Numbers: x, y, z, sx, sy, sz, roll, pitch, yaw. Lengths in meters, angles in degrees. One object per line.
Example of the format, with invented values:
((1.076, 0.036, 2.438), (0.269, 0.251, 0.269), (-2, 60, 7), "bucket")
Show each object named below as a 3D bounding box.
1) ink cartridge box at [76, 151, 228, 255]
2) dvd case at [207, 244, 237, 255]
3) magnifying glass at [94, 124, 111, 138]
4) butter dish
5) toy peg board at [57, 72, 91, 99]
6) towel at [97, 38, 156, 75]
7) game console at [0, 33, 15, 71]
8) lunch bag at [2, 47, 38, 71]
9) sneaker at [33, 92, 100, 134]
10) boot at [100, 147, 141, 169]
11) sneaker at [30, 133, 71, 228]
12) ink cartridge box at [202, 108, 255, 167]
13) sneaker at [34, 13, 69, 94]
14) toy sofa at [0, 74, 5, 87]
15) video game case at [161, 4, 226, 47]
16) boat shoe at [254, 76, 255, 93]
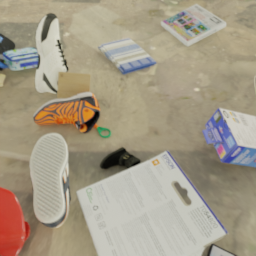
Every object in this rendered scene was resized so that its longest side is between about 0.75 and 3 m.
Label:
((0.420, 2.091, 6.652), (2.715, 0.551, 2.709), (-23, 46, -9), "ink cartridge box")
((2.437, 3.427, 5.928), (1.779, 0.156, 1.270), (21, 50, 19), "dvd case")
((-0.943, 0.044, 9.269), (0.928, 0.104, 0.369), (35, 56, 27), "magnifying glass")
((-2.921, 2.291, 6.153), (1.559, 2.103, 2.109), (22, 23, -46), "butter dish")
((-1.908, -1.389, 9.955), (1.103, 1.098, 0.540), (4, 9, -6), "toy peg board")
((-0.081, -3.185, 12.275), (1.713, 0.278, 2.333), (-22, 51, -23), "towel")
((-5.666, -3.547, 10.680), (1.618, 2.735, 2.334), (-24, 44, 41), "game console")
((-4.244, -2.830, 11.500), (1.483, 0.611, 1.192), (-21, 40, -33), "lunch bag")
((-1.947, -0.327, 9.100), (2.181, 0.846, 1.222), (-22, 60, -5), "sneaker")
((-0.222, 1.023, 8.097), (1.032, 0.388, 0.772), (-33, 55, -28), "boot")
((-2.010, 1.361, 7.281), (0.978, 0.990, 2.494), (-4, 52, -5), "sneaker")
((3.228, 0.294, 8.051), (2.165, 0.826, 1.477), (12, 42, -19), "ink cartridge box")
((-2.608, -2.558, 10.010), (1.144, 2.860, 1.054), (14, 29, 8), "sneaker")
((-5.568, -2.043, 10.942), (1.512, 0.738, 0.626), (30, 11, 26), "toy sofa")
((3.142, -5.103, 13.783), (2.195, 0.286, 2.411), (-29, 51, -6), "video game case")
((4.570, -1.163, 9.490), (0.408, 0.473, 1.301), (-12, 78, 33), "boat shoe")
